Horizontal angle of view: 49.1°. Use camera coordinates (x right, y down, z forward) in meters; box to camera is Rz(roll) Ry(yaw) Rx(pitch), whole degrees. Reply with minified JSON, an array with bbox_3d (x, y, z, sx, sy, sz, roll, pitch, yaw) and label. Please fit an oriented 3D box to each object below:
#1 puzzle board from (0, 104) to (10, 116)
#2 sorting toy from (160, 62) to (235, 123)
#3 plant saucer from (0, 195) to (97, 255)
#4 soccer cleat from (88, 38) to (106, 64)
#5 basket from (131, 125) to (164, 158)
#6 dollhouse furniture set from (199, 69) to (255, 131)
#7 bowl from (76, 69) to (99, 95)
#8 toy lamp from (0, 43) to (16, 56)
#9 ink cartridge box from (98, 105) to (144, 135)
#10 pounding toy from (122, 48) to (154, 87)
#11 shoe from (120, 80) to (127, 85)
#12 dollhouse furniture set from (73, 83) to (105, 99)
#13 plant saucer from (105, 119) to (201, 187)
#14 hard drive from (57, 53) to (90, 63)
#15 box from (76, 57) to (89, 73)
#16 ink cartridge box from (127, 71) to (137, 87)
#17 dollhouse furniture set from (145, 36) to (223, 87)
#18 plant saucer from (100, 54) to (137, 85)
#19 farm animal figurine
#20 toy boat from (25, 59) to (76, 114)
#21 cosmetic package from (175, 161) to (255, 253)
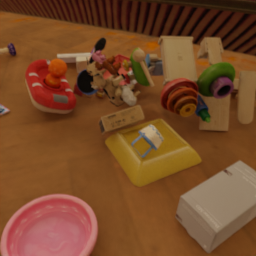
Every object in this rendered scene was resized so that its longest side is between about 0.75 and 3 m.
[{"bbox_3d":[-6.246,-0.761,11.534,2.258,0.196,1.702,26,43,31],"label":"puzzle board"},{"bbox_3d":[2.461,-0.986,9.236,2.757,1.656,1.132,-19,52,-4],"label":"sorting toy"},{"bbox_3d":[-1.811,2.581,6.639,2.185,0.554,2.185,1,36,0],"label":"plant saucer"},{"bbox_3d":[-1.370,-3.360,12.167,0.432,1.265,0.463,22,19,-25],"label":"soccer cleat"},{"bbox_3d":[0.569,0.410,8.298,0.878,0.775,0.611,-45,47,-8],"label":"basket"},{"bbox_3d":[4.109,-1.008,11.620,2.620,2.244,2.755,4,2,4],"label":"dollhouse furniture set"},{"bbox_3d":[-1.621,-1.874,11.376,1.063,1.063,0.209,14,8,18],"label":"bowl"},{"bbox_3d":[-7.799,-4.110,15.645,2.806,0.817,0.817,-25,43,-32],"label":"toy lamp"},{"bbox_3d":[-0.268,-0.252,9.701,1.403,0.527,1.156,-19,-3,-14],"label":"ink cartridge box"},{"bbox_3d":[0.207,-2.001,9.781,0.837,1.393,1.804,-19,14,-1],"label":"pounding toy"},{"bbox_3d":[-0.158,-1.678,11.898,0.445,0.566,1.245,-34,53,19],"label":"shoe"},{"bbox_3d":[-1.718,-1.715,12.673,1.396,0.568,0.751,20,37,-2],"label":"dollhouse furniture set"},{"bbox_3d":[0.779,0.569,9.344,2.470,0.598,2.470,-17,40,-20],"label":"plant saucer"},{"bbox_3d":[-2.866,-3.766,15.136,1.723,0.230,1.136,-4,0,-5],"label":"hard drive"},{"bbox_3d":[-1.911,-3.303,14.587,1.518,0.721,0.590,-5,37,-4],"label":"box"},{"bbox_3d":[0.134,-2.085,11.810,0.333,0.552,0.760,-31,8,29],"label":"ink cartridge box"},{"bbox_3d":[2.011,-2.079,11.013,2.516,2.665,1.739,-1,75,-9],"label":"dollhouse furniture set"},{"bbox_3d":[-0.340,-2.498,13.326,2.187,0.402,2.191,30,61,29],"label":"plant saucer"},{"bbox_3d":[-0.775,-1.633,10.055,1.136,2.155,2.179,-42,19,-8],"label":"farm animal figurine"},{"bbox_3d":[-3.020,-1.960,11.298,1.794,1.797,2.749,6,38,-39],"label":"toy boat"},{"bbox_3d":[2.475,1.926,7.161,2.319,1.046,1.239,-21,44,-31],"label":"cosmetic package"}]
